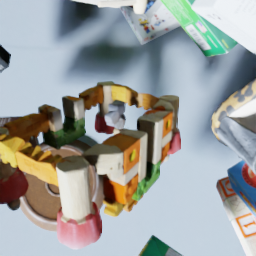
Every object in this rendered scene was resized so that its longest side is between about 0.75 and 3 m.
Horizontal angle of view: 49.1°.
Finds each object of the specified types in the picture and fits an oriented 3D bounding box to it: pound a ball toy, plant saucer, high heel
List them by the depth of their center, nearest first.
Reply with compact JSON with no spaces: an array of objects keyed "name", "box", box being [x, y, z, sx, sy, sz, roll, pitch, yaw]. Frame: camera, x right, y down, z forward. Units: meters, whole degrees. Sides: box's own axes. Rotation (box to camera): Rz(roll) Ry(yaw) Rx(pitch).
[{"name":"high heel","box":[2.170,-0.749,3.522,0.978,1.952,2.738,39,103,-9]},{"name":"pound a ball toy","box":[-0.457,-2.026,3.860,1.365,0.580,0.890,-9,35,-38]},{"name":"plant saucer","box":[-1.602,1.303,6.591,2.234,0.385,2.234,0,79,1]}]

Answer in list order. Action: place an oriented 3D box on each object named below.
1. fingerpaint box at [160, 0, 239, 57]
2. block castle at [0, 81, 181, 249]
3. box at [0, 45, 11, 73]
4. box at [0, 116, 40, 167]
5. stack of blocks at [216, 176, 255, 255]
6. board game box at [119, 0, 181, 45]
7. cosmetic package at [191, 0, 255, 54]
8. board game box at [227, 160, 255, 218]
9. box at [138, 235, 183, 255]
[{"name":"fingerpaint box","box":[1.673,-3.330,5.296,2.485,1.093,2.979,-43,103,1]},{"name":"block castle","box":[-0.451,0.342,4.209,1.842,2.757,1.293,16,121,29]},{"name":"box","box":[-3.018,-1.422,4.897,1.046,1.483,0.585,-34,40,9]},{"name":"box","box":[-2.357,0.296,4.617,1.618,0.810,0.606,-1,41,-6]},{"name":"stack of blocks","box":[2.531,1.737,4.516,1.326,0.674,2.302,-22,65,5]},{"name":"board game box","box":[1.013,-3.369,7.503,2.274,0.394,1.436,-28,80,-5]},{"name":"cosmetic package","box":[2.632,-1.628,4.161,2.945,1.049,1.493,29,108,-15]},{"name":"board game box","box":[2.911,0.874,3.275,2.419,0.676,2.368,-33,47,3]},{"name":"box","box":[0.331,2.295,3.029,1.216,0.501,2.072,30,118,18]}]
